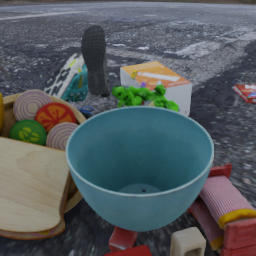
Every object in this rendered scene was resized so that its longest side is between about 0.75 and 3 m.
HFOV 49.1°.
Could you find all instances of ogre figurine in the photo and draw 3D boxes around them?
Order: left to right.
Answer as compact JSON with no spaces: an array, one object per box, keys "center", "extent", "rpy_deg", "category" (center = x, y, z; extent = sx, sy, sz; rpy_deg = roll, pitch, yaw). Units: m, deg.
[{"center":[0.555,-0.642,7.149],"extent":[1.822,0.894,1.092],"rpy_deg":[10,19,31],"category":"ogre figurine"}]

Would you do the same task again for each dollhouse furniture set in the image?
[{"center":[0.805,1.555,4.530],"extent":[2.565,1.043,1.380],"rpy_deg":[-8,30,-13],"category":"dollhouse furniture set"}]

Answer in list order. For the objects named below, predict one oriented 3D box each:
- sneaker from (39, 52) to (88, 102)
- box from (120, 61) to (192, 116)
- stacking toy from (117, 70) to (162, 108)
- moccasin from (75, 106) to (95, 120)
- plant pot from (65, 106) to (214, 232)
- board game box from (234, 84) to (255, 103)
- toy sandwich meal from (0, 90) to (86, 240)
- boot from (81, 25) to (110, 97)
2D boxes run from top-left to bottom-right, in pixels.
[{"center":[-1.494,-1.101,7.454],"extent":[1.007,1.035,2.598],"rpy_deg":[-13,34,33],"category":"sneaker"},{"center":[0.828,-1.249,9.311],"extent":[1.462,1.145,2.350],"rpy_deg":[-13,33,-18],"category":"box"},{"center":[0.337,-0.960,7.997],"extent":[0.899,1.192,0.280],"rpy_deg":[25,2,17],"category":"stacking toy"},{"center":[-1.157,-0.077,7.427],"extent":[1.059,0.897,2.632],"rpy_deg":[-26,34,-20],"category":"moccasin"},{"center":[0.181,0.793,4.501],"extent":[2.133,1.437,2.133],"rpy_deg":[-1,33,1],"category":"plant pot"},{"center":[5.428,-1.303,10.409],"extent":[2.540,0.247,1.307],"rpy_deg":[-1,29,-2],"category":"board game box"},{"center":[-1.798,0.530,5.031],"extent":[2.790,2.790,0.955],"rpy_deg":[-10,-13,-17],"category":"toy sandwich meal"},{"center":[-0.779,-1.645,7.184],"extent":[0.598,1.714,1.128],"rpy_deg":[2,7,5],"category":"boot"}]
